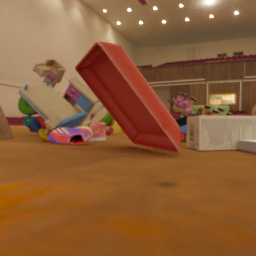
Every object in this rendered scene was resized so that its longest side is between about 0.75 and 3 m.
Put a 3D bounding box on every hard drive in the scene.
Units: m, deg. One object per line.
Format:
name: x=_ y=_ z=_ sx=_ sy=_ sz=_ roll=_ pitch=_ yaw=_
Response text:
hard drive: x=3.085 y=0.351 z=5.087 sx=1.723 sy=0.230 sz=1.136 roll=0 pitch=1 yaw=-9

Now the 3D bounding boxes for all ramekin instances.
ramekin: x=4.626 y=-0.573 z=17.204 sx=2.952 sy=1.442 sz=2.952 roll=0 pitch=1 yaw=0

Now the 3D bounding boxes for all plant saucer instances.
plant saucer: x=-0.032 y=-0.551 z=5.343 sx=0.402 sy=2.187 sz=2.191 roll=-41 pitch=13 yaw=-15
plant saucer: x=-1.564 y=-0.043 z=13.527 sx=2.470 sy=0.598 sz=2.470 roll=0 pitch=1 yaw=32

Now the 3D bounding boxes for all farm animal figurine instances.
farm animal figurine: x=2.482 y=-0.233 z=9.521 sx=2.155 sy=1.136 sz=2.179 roll=14 pitch=20 yaw=-12

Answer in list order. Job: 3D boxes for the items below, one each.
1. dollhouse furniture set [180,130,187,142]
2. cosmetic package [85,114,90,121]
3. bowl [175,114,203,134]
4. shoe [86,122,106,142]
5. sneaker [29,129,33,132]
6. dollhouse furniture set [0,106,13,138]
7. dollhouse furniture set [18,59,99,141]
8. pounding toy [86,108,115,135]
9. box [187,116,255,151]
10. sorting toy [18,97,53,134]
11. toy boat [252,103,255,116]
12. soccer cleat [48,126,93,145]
dollhouse furniture set: x=1.779 y=0.205 z=7.699 sx=1.396 sy=0.568 sz=0.751 roll=-18 pitch=5 yaw=-10
cosmetic package: x=-3.096 y=-0.273 z=14.572 sx=1.239 sy=1.046 sz=2.319 roll=-3 pitch=2 yaw=29
bowl: x=1.654 y=-0.125 z=7.953 sx=1.063 sy=0.209 sz=1.063 roll=-21 pitch=12 yaw=5
shoe: x=-1.191 y=0.103 z=8.122 sx=1.245 sy=0.566 sz=0.445 roll=-1 pitch=2 yaw=-37
sneaker: x=-4.656 y=0.096 z=14.179 sx=0.795 sy=0.280 sz=0.300 roll=-1 pitch=5 yaw=3
dollhouse furniture set: x=-5.490 y=0.150 z=7.995 sx=2.620 sy=2.244 sz=2.755 roll=0 pitch=36 yaw=12
dollhouse furniture set: x=-2.659 y=-0.647 z=8.896 sx=2.516 sy=1.739 sz=2.665 roll=41 pitch=29 yaw=7
pounding toy: x=-1.014 y=-0.172 z=11.653 sx=0.837 sy=1.393 sz=1.804 roll=45 pitch=-28 yaw=-16
box: x=2.039 y=0.096 z=5.812 sx=1.518 sy=0.721 sz=0.590 roll=1 pitch=0 yaw=-12
sorting toy: x=-3.386 y=-0.494 z=11.559 sx=2.757 sy=1.656 sz=1.132 roll=35 pitch=-12 yaw=31
toy boat: x=4.530 y=-0.704 z=7.686 sx=1.794 sy=1.797 sz=2.749 roll=22 pitch=6 yaw=22
soccer cleat: x=-1.511 y=0.234 z=6.975 sx=1.265 sy=0.432 sz=0.463 roll=-6 pitch=26 yaw=20
